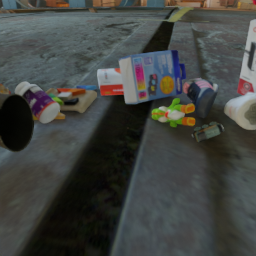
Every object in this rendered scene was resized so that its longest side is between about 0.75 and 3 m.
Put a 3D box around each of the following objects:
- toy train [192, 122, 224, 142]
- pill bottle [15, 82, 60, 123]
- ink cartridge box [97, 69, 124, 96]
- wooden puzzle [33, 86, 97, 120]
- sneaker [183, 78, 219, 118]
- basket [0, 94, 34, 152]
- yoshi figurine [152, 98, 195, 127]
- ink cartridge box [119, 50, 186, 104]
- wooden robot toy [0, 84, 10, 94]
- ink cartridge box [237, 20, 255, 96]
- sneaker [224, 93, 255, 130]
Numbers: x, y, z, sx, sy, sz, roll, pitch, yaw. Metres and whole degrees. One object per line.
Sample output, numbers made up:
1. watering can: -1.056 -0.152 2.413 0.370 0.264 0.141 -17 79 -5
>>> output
1. toy train: 2.106 0.106 7.378 0.821 0.350 0.468 -20 17 5
2. pill bottle: -2.620 -0.757 8.029 1.255 0.706 0.706 40 39 9
3. ink cartridge box: -0.312 -1.865 10.998 1.719 0.531 2.120 -4 24 -7
4. wooden puzzle: -2.167 -1.021 9.669 1.950 0.338 2.890 3 28 5
5. sneaker: 2.162 -1.009 8.772 1.061 0.907 2.587 24 21 11
6. basket: -3.281 -0.245 6.549 1.661 1.498 1.130 12 48 15
7. yoshi figurine: 1.310 -0.393 7.967 1.353 0.758 0.761 6 57 48
8. ink cartridge box: 0.945 -1.791 9.617 2.280 1.556 0.870 -16 13 -30
9. wooden robot toy: -4.587 -1.421 10.318 0.414 0.427 0.940 -12 31 -20
10. ink cartridge box: 4.824 -2.099 9.126 1.092 2.608 1.882 -15 34 -20
11. sneaker: 4.192 -0.691 8.313 2.866 1.117 1.424 -2 17 -14
